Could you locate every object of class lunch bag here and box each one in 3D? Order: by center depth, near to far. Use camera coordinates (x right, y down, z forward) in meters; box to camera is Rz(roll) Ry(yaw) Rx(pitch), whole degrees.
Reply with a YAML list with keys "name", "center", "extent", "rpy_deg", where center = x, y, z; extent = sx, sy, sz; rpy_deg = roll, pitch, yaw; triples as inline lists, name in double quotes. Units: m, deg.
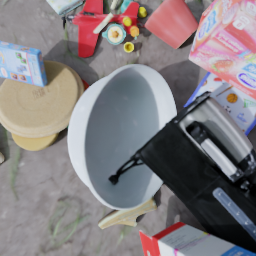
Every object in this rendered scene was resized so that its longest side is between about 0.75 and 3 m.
- name: "lunch bag"
  center: [2.402, -0.708, 6.693]
  extent: [1.562, 1.138, 1.838]
  rpy_deg: [33, 63, 11]

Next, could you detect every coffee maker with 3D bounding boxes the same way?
- name: "coffee maker"
  center: [1.553, 1.095, 5.539]
  extent: [2.748, 2.640, 1.851]
  rpy_deg: [49, 37, 9]

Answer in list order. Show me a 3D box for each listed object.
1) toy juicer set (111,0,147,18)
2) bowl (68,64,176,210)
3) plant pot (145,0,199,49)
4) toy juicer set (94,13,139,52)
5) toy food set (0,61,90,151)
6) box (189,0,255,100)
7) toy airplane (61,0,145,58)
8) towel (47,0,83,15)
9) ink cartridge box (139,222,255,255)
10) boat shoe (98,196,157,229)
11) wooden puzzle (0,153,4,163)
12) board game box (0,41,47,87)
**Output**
- name: "toy juicer set"
  center: [-0.074, -3.516, 8.366]
  extent: [1.157, 0.315, 0.736]
  rpy_deg: [42, 91, 12]
- name: "bowl"
  center: [-0.237, 0.128, 5.823]
  extent: [1.275, 2.836, 2.836]
  rpy_deg: [8, 62, 40]
- name: "plant pot"
  center: [1.244, -2.820, 7.564]
  extent: [1.069, 1.208, 1.208]
  rpy_deg: [45, 73, -4]
- name: "toy juicer set"
  center: [-0.287, -2.678, 7.619]
  extent: [1.260, 0.343, 0.802]
  rpy_deg: [29, 112, 3]
- name: "toy food set"
  center: [-2.119, -0.720, 6.978]
  extent: [2.252, 0.553, 2.275]
  rpy_deg: [-38, 69, -14]
- name: "box"
  center: [2.928, -1.478, 5.482]
  extent: [2.984, 1.531, 1.412]
  rpy_deg: [27, 64, -12]
- name: "toy airplane"
  center: [-0.705, -3.093, 8.065]
  extent: [2.492, 0.458, 2.492]
  rpy_deg: [0, 68, 0]
- name: "towel"
  center: [-1.924, -3.898, 8.546]
  extent: [0.914, 0.220, 0.782]
  rpy_deg: [-35, 68, -14]
- name: "ink cartridge box"
  center: [1.122, 2.389, 4.586]
  extent: [0.716, 2.128, 1.236]
  rpy_deg: [-17, 99, -29]
- name: "boat shoe"
  center: [0.022, 1.883, 5.980]
  extent: [1.314, 0.471, 0.501]
  rpy_deg: [-26, 81, -10]
- name: "wooden puzzle"
  center: [-3.578, 0.665, 6.380]
  extent: [1.077, 0.249, 0.997]
  rpy_deg: [-38, 92, -14]
- name: "board game box"
  center: [-2.556, -1.491, 6.534]
  extent: [1.223, 0.925, 0.224]
  rpy_deg: [14, 48, 8]
